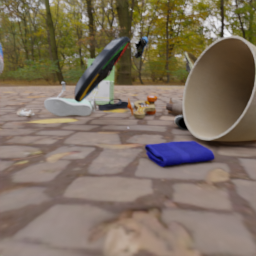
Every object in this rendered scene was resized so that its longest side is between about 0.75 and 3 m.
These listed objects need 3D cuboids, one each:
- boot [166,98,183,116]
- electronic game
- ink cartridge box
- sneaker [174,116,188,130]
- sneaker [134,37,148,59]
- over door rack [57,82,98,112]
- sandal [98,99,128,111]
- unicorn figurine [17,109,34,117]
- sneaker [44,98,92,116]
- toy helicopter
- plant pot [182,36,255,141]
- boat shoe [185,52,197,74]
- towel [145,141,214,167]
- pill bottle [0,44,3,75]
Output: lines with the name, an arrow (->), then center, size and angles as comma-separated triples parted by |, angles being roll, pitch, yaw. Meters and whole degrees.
boot -> 2.525, -0.868, 12.463 | 1.505, 0.723, 2.058 | 9, 14, 14
electronic game -> -0.869, -1.931, 9.417 | 0.567, 2.726, 2.726 | 40, 10, -5
ink cartridge box -> -1.803, -2.782, 16.786 | 1.993, 2.738, 0.657 | 5, 9, 26
sneaker -> 2.233, -0.175, 9.031 | 1.481, 0.524, 0.734 | -3, 12, 12
sneaker -> 0.381, -2.802, 9.738 | 0.379, 0.324, 0.914 | -4, -27, -21
over door rack -> -2.548, -1.469, 14.159 | 2.012, 0.907, 2.723 | -1, 31, -1
sandal -> -0.682, -1.258, 14.739 | 0.876, 0.493, 2.304 | 6, 12, 27
unicorn figurine -> -4.317, -0.627, 11.976 | 0.944, 0.349, 0.648 | -13, 18, 12
sneaker -> -2.621, -0.962, 12.424 | 2.017, 0.742, 1.189 | 8, 15, -8
toy helicopter -> 0.505, -0.840, 12.037 | 1.298, 0.774, 1.963 | 7, 23, 9
plant pot -> 3.366, -0.708, 7.470 | 2.789, 2.612, 2.612 | 12, 5, -22
boat shoe -> 2.662, -2.510, 11.649 | 0.652, 0.578, 1.782 | 17, 40, -24
towel -> 1.040, 0.547, 5.767 | 1.198, 0.297, 0.885 | -4, 18, -20
pill bottle -> -3.967, -2.072, 7.700 | 0.946, 0.946, 1.685 | -4, 39, -23
